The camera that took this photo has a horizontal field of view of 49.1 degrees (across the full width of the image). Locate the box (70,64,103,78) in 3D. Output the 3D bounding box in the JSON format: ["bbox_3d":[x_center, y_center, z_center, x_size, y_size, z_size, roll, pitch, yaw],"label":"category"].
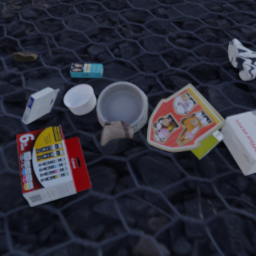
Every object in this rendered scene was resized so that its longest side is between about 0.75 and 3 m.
[{"bbox_3d":[-1.898,-2.624,12.860,1.408,0.346,0.579,1,53,1],"label":"box"}]

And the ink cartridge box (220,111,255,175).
[{"bbox_3d":[5.010,0.348,10.126,2.666,1.103,1.953,-13,54,-10],"label":"ink cartridge box"}]

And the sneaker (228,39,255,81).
[{"bbox_3d":[5.707,-3.252,12.983,1.502,0.921,2.308,-8,54,-8],"label":"sneaker"}]

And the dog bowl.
[{"bbox_3d":[-0.224,-0.753,10.252,2.020,0.592,2.020,-1,78,6],"label":"dog bowl"}]

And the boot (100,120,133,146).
[{"bbox_3d":[-0.334,0.184,9.019,0.982,0.472,1.343,11,37,-2],"label":"boot"}]

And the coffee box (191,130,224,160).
[{"bbox_3d":[2.592,0.359,9.789,0.967,0.969,0.958,48,26,14],"label":"coffee box"}]

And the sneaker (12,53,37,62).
[{"bbox_3d":[-4.975,-3.449,13.533,1.140,0.401,0.431,8,36,1],"label":"sneaker"}]

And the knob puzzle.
[{"bbox_3d":[1.439,-0.200,8.337,2.348,0.326,2.348,-14,56,22],"label":"knob puzzle"}]

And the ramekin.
[{"bbox_3d":[-1.896,-1.101,11.293,1.240,0.605,1.240,-11,49,13],"label":"ramekin"}]

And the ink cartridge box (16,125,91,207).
[{"bbox_3d":[-2.550,1.157,9.599,2.076,0.991,2.364,-15,54,-12],"label":"ink cartridge box"}]

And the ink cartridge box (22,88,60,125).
[{"bbox_3d":[-2.775,-0.746,8.896,0.229,1.128,1.130,39,36,7],"label":"ink cartridge box"}]
